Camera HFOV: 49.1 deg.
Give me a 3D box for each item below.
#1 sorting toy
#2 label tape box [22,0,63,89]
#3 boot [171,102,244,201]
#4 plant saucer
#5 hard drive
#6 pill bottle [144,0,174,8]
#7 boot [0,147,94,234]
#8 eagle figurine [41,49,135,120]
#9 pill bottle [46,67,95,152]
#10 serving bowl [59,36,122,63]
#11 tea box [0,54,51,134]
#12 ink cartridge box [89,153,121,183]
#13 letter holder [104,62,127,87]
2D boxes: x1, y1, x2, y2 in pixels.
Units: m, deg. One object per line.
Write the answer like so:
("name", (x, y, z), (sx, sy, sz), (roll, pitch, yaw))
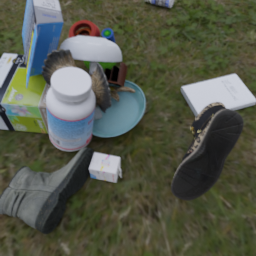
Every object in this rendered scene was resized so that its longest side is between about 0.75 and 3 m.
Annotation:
("sorting toy", (-1.287, -3.304, 11.790), (1.696, 1.159, 2.822), (-32, 72, -4))
("label tape box", (-2.687, -2.801, 8.737), (0.865, 1.970, 2.732), (2, 52, -28))
("boot", (2.057, 0.510, 7.682), (0.977, 2.670, 2.010), (24, 19, 3))
("plant saucer", (-0.552, -0.639, 9.899), (2.428, 0.436, 2.428), (-6, 58, 10))
("hard drive", (3.382, -1.207, 10.604), (2.335, 0.312, 1.540), (-15, 56, -11))
("pill bottle", (1.582, -6.636, 14.198), (1.432, 0.815, 0.815), (18, 56, 12))
("boot", (-2.439, 1.482, 8.324), (1.914, 0.992, 2.930), (19, 55, 20))
("eagle figurine", (-1.220, -1.349, 8.777), (2.033, 2.679, 2.022), (-25, 88, 17))
("pill bottle", (-1.673, -0.486, 8.220), (1.372, 2.523, 1.372), (6, 54, -8))
("serving bowl", (-1.218, -2.633, 9.211), (2.101, 0.691, 2.101), (5, 17, -2))
("tea box", (-3.445, -1.212, 9.827), (2.295, 1.559, 2.333), (5, 54, 4))
("ink cartridge box", (-0.647, 1.241, 8.655), (0.959, 0.617, 0.601), (10, 54, 6))
("letter holder", (-0.424, -1.864, 9.582), (0.545, 1.084, 0.771), (13, 95, 9))
